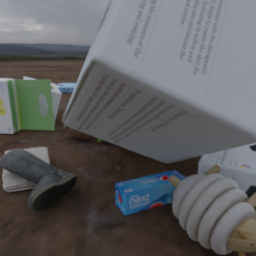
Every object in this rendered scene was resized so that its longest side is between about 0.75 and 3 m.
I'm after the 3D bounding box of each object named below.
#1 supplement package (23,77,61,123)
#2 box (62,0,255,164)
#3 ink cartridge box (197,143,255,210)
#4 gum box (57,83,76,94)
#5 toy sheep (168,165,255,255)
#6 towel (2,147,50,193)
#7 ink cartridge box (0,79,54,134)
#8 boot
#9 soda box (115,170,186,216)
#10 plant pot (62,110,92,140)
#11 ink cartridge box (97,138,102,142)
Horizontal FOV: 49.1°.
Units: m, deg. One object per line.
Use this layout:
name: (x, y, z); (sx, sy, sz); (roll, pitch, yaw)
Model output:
supplement package: (-2.981, -0.909, 9.317); (1.130, 1.122, 1.489); (11, 16, -26)
box: (0.576, -1.117, 4.542); (2.282, 2.651, 2.665); (22, -20, -13)
ink cartridge box: (2.289, 0.854, 4.688); (2.003, 0.830, 1.460); (8, 18, 24)
gum box: (-3.337, -2.224, 15.706); (1.352, 0.355, 1.591); (0, 17, -2)
toy sheep: (1.125, 1.066, 3.752); (1.044, 1.044, 1.514); (-12, 27, -34)
towel: (-2.031, 0.806, 5.658); (0.911, 0.237, 1.375); (-4, 26, -18)
ink cartridge box: (-3.345, -0.629, 8.219); (2.192, 1.595, 0.526); (3, 16, 11)
boot: (-1.721, 0.818, 4.863); (1.347, 0.489, 1.224); (27, 13, 15)
soda box: (0.402, 1.067, 4.721); (1.201, 0.407, 0.385); (-8, 18, -24)
plant pot: (-1.452, -0.174, 7.670); (0.534, 1.156, 1.156); (-20, 23, -22)
ink cartridge box: (0.363, -0.707, 8.174); (2.040, 1.046, 2.761); (-25, -1, 27)
